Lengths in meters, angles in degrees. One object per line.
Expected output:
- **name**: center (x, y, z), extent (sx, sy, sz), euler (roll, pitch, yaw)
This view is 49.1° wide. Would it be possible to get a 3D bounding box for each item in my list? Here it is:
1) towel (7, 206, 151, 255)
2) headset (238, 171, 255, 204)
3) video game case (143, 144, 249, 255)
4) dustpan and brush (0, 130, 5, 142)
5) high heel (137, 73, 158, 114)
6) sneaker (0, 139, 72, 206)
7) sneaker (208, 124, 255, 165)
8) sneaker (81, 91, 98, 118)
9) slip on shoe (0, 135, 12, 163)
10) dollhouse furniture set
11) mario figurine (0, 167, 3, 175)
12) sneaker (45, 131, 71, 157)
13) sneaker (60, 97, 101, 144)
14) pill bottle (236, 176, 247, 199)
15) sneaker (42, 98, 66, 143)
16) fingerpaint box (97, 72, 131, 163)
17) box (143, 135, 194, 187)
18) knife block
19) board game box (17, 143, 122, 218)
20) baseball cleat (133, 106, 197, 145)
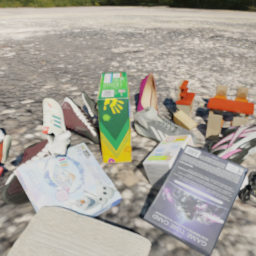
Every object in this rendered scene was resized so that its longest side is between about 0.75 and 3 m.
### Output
- **towel**: center (-0.926, 2.399, 5.123), extent (2.397, 0.413, 1.589), euler (16, 40, 12)
- **headset**: center (3.752, 1.583, 6.377), extent (2.535, 1.191, 1.565), euler (8, 27, -8)
- **video game case**: center (1.536, 1.489, 6.258), extent (1.538, 0.204, 2.152), euler (23, 63, 26)
- **dustpan and brush**: center (-4.889, 0.495, 8.920), extent (1.661, 0.475, 1.159), euler (-45, 55, -6)
- **high heel**: center (0.857, -1.165, 11.117), extent (0.847, 1.208, 2.513), euler (8, 36, -21)
- **sneaker**: center (-2.727, 1.145, 7.791), extent (1.423, 0.932, 2.464), euler (-6, 28, 37)
- **sneaker**: center (3.389, 0.232, 8.164), extent (2.405, 0.966, 1.038), euler (-29, 44, 0)
- **sneaker**: center (-1.409, -0.962, 10.667), extent (0.484, 1.070, 0.356), euler (-25, -10, 1)
- **slip on shoe**: center (-3.126, 0.525, 6.993), extent (0.290, 0.948, 0.351), euler (25, 40, -9)
- **dollhouse furniture set**: center (3.251, -0.908, 10.537), extent (2.765, 1.440, 2.795), euler (10, 33, 19)
- **mario figurine**: center (-3.754, 1.062, 7.563), extent (0.410, 0.773, 0.477), euler (10, 49, 46)
- **sneaker**: center (-1.544, 0.388, 6.509), extent (0.869, 0.432, 0.338), euler (-36, -2, 39)
- **sneaker**: center (-1.866, 0.037, 9.835), extent (1.251, 0.820, 2.166), euler (-42, 67, 4)
- **pill bottle**: center (2.219, 1.483, 6.958), extent (1.437, 0.798, 0.798), euler (-8, 29, -14)
- **sneaker**: center (-1.976, -0.131, 7.196), extent (0.440, 1.251, 0.585), euler (1, 24, 22)
- **fingerpaint box**: center (-0.385, -0.433, 9.083), extent (0.928, 2.111, 2.530), euler (-3, 27, 0)
- **box**: center (1.201, 0.886, 7.764), extent (0.841, 0.758, 1.495), euler (-5, 25, 39)
- **knife block**: center (1.854, -0.383, 9.949), extent (0.353, 0.968, 1.103), euler (-33, 11, -16)
- **board game box**: center (-1.410, 1.410, 6.741), extent (1.831, 0.399, 1.840), euler (-20, 60, -36)
- **baseball cleat**: center (1.108, -0.029, 9.256), extent (2.334, 1.242, 0.814), euler (13, 48, 32)
